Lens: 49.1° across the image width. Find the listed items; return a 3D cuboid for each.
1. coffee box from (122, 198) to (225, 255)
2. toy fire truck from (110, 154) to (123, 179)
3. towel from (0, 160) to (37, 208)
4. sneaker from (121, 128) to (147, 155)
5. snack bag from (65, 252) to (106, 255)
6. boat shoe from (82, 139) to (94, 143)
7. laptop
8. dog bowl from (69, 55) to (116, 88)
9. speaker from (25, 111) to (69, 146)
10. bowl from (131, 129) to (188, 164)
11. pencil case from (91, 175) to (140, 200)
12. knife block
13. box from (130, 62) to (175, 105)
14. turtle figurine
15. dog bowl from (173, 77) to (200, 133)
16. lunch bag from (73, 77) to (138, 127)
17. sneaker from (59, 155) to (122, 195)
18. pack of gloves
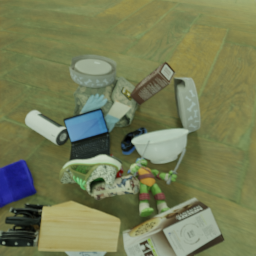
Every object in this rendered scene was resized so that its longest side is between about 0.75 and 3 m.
[{"bbox_3d":[1.119,2.883,7.475,2.365,1.337,0.944,-24,88,-3],"label":"coffee box"},{"bbox_3d":[-0.570,1.448,10.016,0.516,0.772,0.919,-17,16,14],"label":"toy fire truck"},{"bbox_3d":[-4.502,2.013,9.715,2.257,0.559,1.667,-22,45,-22],"label":"towel"},{"bbox_3d":[0.258,0.382,11.434,0.570,0.634,1.627,16,44,28],"label":"sneaker"},{"bbox_3d":[-1.258,3.482,8.369,1.301,0.139,1.227,24,47,33],"label":"snack bag"},{"bbox_3d":[-1.632,0.572,11.379,0.463,0.452,1.225,19,53,18],"label":"boat shoe"},{"bbox_3d":[-1.589,0.379,10.437,1.634,0.952,1.844,-16,42,11],"label":"laptop"},{"bbox_3d":[-1.547,-2.516,12.426,2.206,0.647,2.206,6,36,-5],"label":"dog bowl"},{"bbox_3d":[-3.382,-0.012,11.668,1.933,0.785,0.785,27,49,26],"label":"speaker"},{"bbox_3d":[1.267,0.733,10.518,2.145,0.964,2.145,-12,7,1],"label":"bowl"},{"bbox_3d":[-0.458,1.988,9.283,1.600,0.623,0.716,-15,-7,24],"label":"pencil case"},{"bbox_3d":[-1.924,2.774,7.526,2.744,0.878,2.408,10,4,31],"label":"knife block"},{"bbox_3d":[1.026,-1.869,12.028,0.727,1.939,0.971,44,46,-14],"label":"box"},{"bbox_3d":[0.857,1.672,9.153,2.177,1.566,2.111,-26,54,23],"label":"turtle figurine"},{"bbox_3d":[2.437,-0.957,11.679,0.719,2.453,2.453,-9,42,6],"label":"dog bowl"},{"bbox_3d":[-0.858,-1.311,12.700,2.724,1.601,2.234,14,40,3],"label":"lunch bag"},{"bbox_3d":[-1.388,1.661,9.247,2.487,0.956,1.102,-19,45,28],"label":"sneaker"},{"bbox_3d":[-1.100,-0.614,11.438,1.653,1.967,0.388,20,42,-26],"label":"pack of gloves"}]
